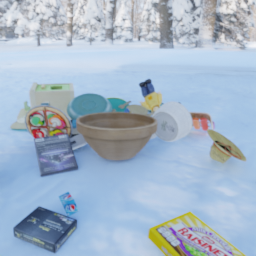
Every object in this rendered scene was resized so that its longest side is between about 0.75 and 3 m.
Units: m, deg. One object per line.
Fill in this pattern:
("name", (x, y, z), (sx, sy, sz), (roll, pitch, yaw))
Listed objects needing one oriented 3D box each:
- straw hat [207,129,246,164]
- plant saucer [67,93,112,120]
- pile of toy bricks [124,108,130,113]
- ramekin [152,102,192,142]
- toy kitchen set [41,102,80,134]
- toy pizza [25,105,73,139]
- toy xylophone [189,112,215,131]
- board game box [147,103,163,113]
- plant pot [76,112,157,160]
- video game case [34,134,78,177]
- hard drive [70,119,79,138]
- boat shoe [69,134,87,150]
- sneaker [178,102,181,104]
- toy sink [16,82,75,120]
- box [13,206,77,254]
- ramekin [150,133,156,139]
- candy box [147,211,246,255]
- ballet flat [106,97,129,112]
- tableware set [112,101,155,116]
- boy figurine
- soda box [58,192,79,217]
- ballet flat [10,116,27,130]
("straw hat", (3.095, 0.805, 9.407), (1.618, 0.685, 1.618), (27, 24, -13))
("plant saucer", (-1.789, -0.985, 12.950), (2.098, 0.288, 2.098), (2, 44, -2))
("pile of toy bricks", (-0.185, -0.167, 11.968), (0.699, 1.416, 0.786), (38, 13, -44))
("ramekin", (1.622, -0.191, 10.906), (1.538, 1.538, 0.807), (16, 31, 36))
("toy kitchen set", (-2.681, -0.432, 11.328), (1.538, 1.232, 0.906), (-4, 21, -7))
("toy pizza", (-2.979, -0.022, 10.424), (1.812, 1.812, 0.287), (2, 34, 5))
("toy xylophone", (2.698, -0.235, 12.108), (2.138, 0.537, 1.566), (1, -19, 27))
("board game box", (1.867, -0.957, 14.916), (1.254, 0.261, 1.855), (-16, 26, -36))
("plant pot", (-0.405, 0.309, 9.954), (2.835, 1.309, 2.835), (2, 14, -1))
("video game case", (-2.476, 0.878, 9.511), (1.202, 0.160, 1.682), (-9, 44, -21))
("hard drive", (-2.375, 0.060, 12.197), (1.299, 0.306, 1.861), (9, 23, 22))
("boat shoe", (-2.270, 0.679, 10.390), (1.715, 0.588, 0.485), (-17, -13, -19))
("sneaker", (2.221, -0.789, 13.370), (0.699, 0.609, 1.554), (-39, 18, 33))
("toy sink", (-4.142, -1.386, 14.159), (2.838, 1.590, 1.850), (-4, 21, -11))
("box", (-1.865, 2.282, 6.375), (1.124, 0.287, 0.887), (12, 23, 20))
("ramekin", (0.716, 0.048, 11.909), (1.041, 0.546, 1.041), (0, 21, 0))
("candy box", (1.623, 2.607, 5.495), (1.277, 0.330, 2.498), (-8, 23, -32))
("ballet flat", (-1.359, -0.969, 13.981), (2.975, 0.994, 0.997), (-11, 10, -35))
("tableware set", (0.046, -0.461, 13.295), (1.619, 0.491, 2.449), (27, 36, 24))
("boy figurine", (1.149, -1.401, 14.172), (1.253, 2.016, 0.649), (-21, -14, 10))
("soda box", (-1.495, 1.884, 6.987), (0.299, 0.316, 0.932), (-24, 8, -19))
("ballet flat", (-4.302, -0.228, 12.435), (2.107, 0.732, 0.732), (4, 21, 12))
